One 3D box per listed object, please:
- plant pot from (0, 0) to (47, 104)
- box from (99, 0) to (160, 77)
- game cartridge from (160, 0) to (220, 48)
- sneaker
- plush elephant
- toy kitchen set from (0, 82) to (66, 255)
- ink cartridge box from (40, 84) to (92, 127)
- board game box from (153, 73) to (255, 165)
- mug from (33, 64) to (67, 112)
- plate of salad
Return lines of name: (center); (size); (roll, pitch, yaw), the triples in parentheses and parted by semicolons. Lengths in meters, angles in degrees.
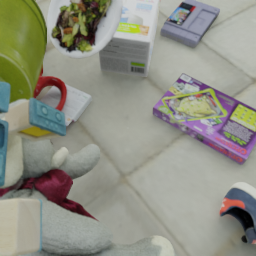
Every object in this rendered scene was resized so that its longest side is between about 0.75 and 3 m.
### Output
plant pot: (-2.402, -1.140, 4.648); (2.246, 2.246, 2.163); (-15, 45, -10)
box: (0.093, -3.014, 8.455); (1.477, 1.331, 2.625); (10, 57, 5)
game cartridge: (2.101, -3.621, 9.466); (1.323, 0.392, 2.041); (29, 61, 13)
sneaker: (2.821, 2.079, 5.486); (2.214, 0.830, 0.936); (34, 61, 31)
plush elephant: (-0.957, 0.797, 3.198); (2.326, 1.916, 1.801); (7, 65, -23)
toy kitchen set: (-0.750, 0.290, 2.109); (0.683, 0.928, 1.159); (-12, 71, 21)
ink cartridge box: (-1.759, -0.631, 7.565); (1.128, 0.249, 1.148); (26, 63, 15)
board game box: (2.133, -0.334, 7.313); (2.586, 0.418, 1.552); (32, 58, 19)
mug: (-2.814, -0.626, 6.688); (2.268, 1.704, 2.555); (-7, 60, 10)
plate of salad: (-0.680, -1.638, 3.965); (1.280, 0.307, 1.280); (0, 89, 24)
